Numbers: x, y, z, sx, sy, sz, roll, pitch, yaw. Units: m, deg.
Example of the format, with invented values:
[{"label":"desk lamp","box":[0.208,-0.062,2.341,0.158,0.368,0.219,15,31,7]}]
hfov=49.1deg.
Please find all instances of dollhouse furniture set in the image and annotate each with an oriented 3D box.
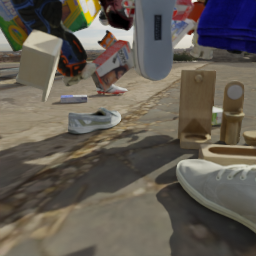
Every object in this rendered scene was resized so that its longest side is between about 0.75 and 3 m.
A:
[{"label":"dollhouse furniture set","box":[2.132,-0.244,5.873,2.028,1.737,2.132,2,16,8]}]

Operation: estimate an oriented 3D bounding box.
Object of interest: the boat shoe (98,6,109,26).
[{"label":"boat shoe","box":[-0.519,-4.055,9.355,0.794,0.859,2.326,36,-6,-31]}]

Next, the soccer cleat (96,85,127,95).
[{"label":"soccer cleat","box":[-0.819,-1.965,13.749,1.511,0.644,0.519,2,17,8]}]

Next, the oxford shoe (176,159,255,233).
[{"label":"oxford shoe","box":[1.698,0.848,3.843,1.055,0.811,2.807,-11,17,-24]}]

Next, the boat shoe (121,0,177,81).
[{"label":"boat shoe","box":[0.449,-2.462,6.061,1.019,2.757,1.175,-9,19,-23]}]

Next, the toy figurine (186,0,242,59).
[{"label":"toy figurine","box":[2.543,-3.769,9.275,2.909,2.055,2.954,-17,43,-35]}]

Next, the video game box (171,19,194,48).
[{"label":"video game box","box":[1.268,-2.861,8.253,0.238,1.017,0.926,35,11,-47]}]

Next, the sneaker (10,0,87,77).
[{"label":"sneaker","box":[-1.883,-2.280,5.987,1.006,2.670,1.047,-42,46,-23]}]

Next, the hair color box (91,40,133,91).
[{"label":"hair color box","box":[-0.447,-1.817,8.071,0.446,0.774,1.396,26,63,38]}]

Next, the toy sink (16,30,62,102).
[{"label":"toy sink","box":[-1.790,-1.212,5.565,0.634,1.131,0.737,16,40,-12]}]

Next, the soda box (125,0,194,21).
[{"label":"soda box","box":[0.757,-3.036,6.882,1.582,0.554,0.502,-3,-26,-17]}]

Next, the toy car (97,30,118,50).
[{"label":"toy car","box":[-0.268,-3.484,9.807,0.684,2.056,1.008,38,-7,-19]}]

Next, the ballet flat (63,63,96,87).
[{"label":"ballet flat","box":[-1.189,-1.275,6.973,0.951,0.341,0.341,-22,11,16]}]

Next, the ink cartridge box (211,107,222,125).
[{"label":"ink cartridge box","box":[2.368,-0.361,8.655,1.096,0.415,0.810,-7,18,-25]}]

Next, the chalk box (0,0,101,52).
[{"label":"chalk box","box":[-2.411,-3.235,7.215,2.807,1.746,1.738,-13,33,16]}]

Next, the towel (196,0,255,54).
[{"label":"towel","box":[1.784,-1.601,3.724,1.648,1.217,0.408,25,5,42]}]

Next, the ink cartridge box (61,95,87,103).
[{"label":"ink cartridge box","box":[-2.309,-1.250,12.009,1.101,0.243,0.518,-3,16,-9]}]

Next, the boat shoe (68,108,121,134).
[{"label":"boat shoe","box":[-0.925,-0.296,8.098,1.857,0.596,0.685,-15,22,-42]}]

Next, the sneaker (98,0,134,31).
[{"label":"sneaker","box":[-0.550,-3.613,7.784,0.829,2.190,1.265,-34,25,34]}]
